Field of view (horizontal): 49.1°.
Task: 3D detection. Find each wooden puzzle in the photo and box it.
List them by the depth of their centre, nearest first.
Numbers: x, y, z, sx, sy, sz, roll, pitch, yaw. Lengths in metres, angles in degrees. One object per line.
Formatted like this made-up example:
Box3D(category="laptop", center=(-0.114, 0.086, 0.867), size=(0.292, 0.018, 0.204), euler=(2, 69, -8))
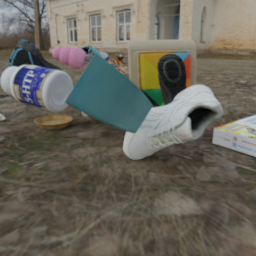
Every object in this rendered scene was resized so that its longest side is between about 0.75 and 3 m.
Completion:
Box3D(category="wooden puzzle", center=(1.346, -1.809, 10.357), size=(2.665, 2.881, 0.536), euler=(-5, 7, -14))

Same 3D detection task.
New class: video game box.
Box3D(category="video game box", center=(4.414, 0.278, 8.705), size=(2.634, 0.617, 2.400), euler=(-14, 20, -37))

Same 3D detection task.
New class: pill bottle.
Box3D(category="pill bottle", center=(-3.057, -1.373, 9.242), size=(2.193, 1.313, 1.313), euler=(15, 22, 26))

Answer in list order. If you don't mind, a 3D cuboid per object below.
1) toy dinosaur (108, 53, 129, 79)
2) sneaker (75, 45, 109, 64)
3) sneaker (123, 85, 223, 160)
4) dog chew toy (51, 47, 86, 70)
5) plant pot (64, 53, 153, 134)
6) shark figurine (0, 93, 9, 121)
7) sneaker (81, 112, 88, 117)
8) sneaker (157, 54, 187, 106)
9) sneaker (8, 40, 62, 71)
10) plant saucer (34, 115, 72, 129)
Box3D(category="toy dinosaur", center=(-0.385, -2.190, 11.668), size=(1.417, 1.883, 2.774), euler=(-1, 24, 0))
Box3D(category="sneaker", center=(-1.738, -3.428, 13.232), size=(2.024, 0.874, 0.786), euler=(-12, 59, -34))
Box3D(category="sneaker", center=(1.107, -0.017, 7.235), size=(2.886, 1.124, 1.434), euler=(-36, 24, 8))
Box3D(category="dog chew toy", center=(-2.343, -2.808, 11.015), size=(1.341, 0.835, 0.835), euler=(14, 17, -4))
Box3D(category="plant pot", center=(-0.387, -0.636, 6.261), size=(1.660, 1.173, 1.172), euler=(33, 1, -14))
Box3D(category="shark figurine", center=(-5.378, -0.742, 11.809), size=(0.860, 1.440, 0.601), euler=(-24, -31, 17))
Box3D(category="sneaker", center=(-1.305, -1.466, 10.772), size=(1.165, 2.339, 0.876), euler=(36, 31, -1))
Box3D(category="sneaker", center=(1.585, -0.939, 9.119), size=(1.062, 2.798, 1.270), euler=(-9, 2, 2))
Box3D(category="sneaker", center=(-3.573, -2.258, 11.532), size=(1.054, 1.180, 2.880), euler=(16, -17, 45))
Box3D(category="plant saucer", center=(-2.857, -0.204, 10.773), size=(1.419, 0.251, 1.419), euler=(0, 18, 0))
